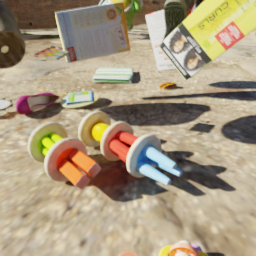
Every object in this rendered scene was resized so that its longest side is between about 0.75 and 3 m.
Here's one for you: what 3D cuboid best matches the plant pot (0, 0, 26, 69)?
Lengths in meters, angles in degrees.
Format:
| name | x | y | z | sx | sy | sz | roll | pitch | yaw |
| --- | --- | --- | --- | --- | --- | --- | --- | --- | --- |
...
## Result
| name | x | y | z | sx | sy | sz | roll | pitch | yaw |
| --- | --- | --- | --- | --- | --- | --- | --- | --- | --- |
| plant pot | -3.823 | -2.590 | 7.960 | 1.952 | 1.952 | 1.693 | -20 | 50 | -39 |

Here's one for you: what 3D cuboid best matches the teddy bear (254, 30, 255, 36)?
| name | x | y | z | sx | sy | sz | roll | pitch | yaw |
| --- | --- | --- | --- | --- | --- | --- | --- | --- | --- |
| teddy bear | 3.065 | -2.689 | 6.382 | 2.527 | 0.844 | 1.832 | 51 | 17 | 7 |

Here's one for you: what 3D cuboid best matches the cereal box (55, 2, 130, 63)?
| name | x | y | z | sx | sy | sz | roll | pitch | yaw |
| --- | --- | --- | --- | --- | --- | --- | --- | --- | --- |
| cereal box | -1.236 | -3.441 | 10.122 | 2.426 | 1.745 | 0.479 | -13 | 22 | -10 |

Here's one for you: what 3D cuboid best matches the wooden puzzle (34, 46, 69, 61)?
| name | x | y | z | sx | sy | sz | roll | pitch | yaw |
| --- | --- | --- | --- | --- | --- | --- | --- | --- | --- |
| wooden puzzle | -1.943 | -1.878 | 7.142 | 0.634 | 0.075 | 1.068 | 14 | 34 | 14 |

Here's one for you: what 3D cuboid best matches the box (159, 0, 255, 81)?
| name | x | y | z | sx | sy | sz | roll | pitch | yaw |
| --- | --- | --- | --- | --- | --- | --- | --- | --- | --- |
| box | 1.986 | -2.195 | 5.503 | 2.901 | 1.092 | 0.727 | -35 | 4 | 44 |

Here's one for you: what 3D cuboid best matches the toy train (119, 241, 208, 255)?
| name | x | y | z | sx | sy | sz | roll | pitch | yaw |
| --- | --- | --- | --- | --- | --- | --- | --- | --- | --- |
| toy train | 0.602 | 1.972 | 3.297 | 2.122 | 0.590 | 1.594 | -4 | 24 | -9 |

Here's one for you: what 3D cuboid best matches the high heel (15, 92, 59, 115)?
| name | x | y | z | sx | sy | sz | roll | pitch | yaw |
| --- | --- | --- | --- | --- | --- | --- | --- | --- | --- |
| high heel | -3.139 | -0.883 | 9.779 | 0.904 | 0.635 | 1.885 | -7 | 9 | 11 |

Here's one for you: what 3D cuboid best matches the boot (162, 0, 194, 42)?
| name | x | y | z | sx | sy | sz | roll | pitch | yaw |
| --- | --- | --- | --- | --- | --- | --- | --- | --- | --- |
| boot | 1.512 | -3.238 | 7.654 | 0.773 | 1.937 | 2.130 | 10 | 54 | 12 |

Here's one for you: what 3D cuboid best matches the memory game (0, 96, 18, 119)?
| name | x | y | z | sx | sy | sz | roll | pitch | yaw |
| --- | --- | --- | --- | --- | --- | --- | --- | --- | --- |
| memory game | -4.871 | -0.732 | 10.004 | 2.472 | 0.157 | 2.472 | 0 | 24 | 0 |

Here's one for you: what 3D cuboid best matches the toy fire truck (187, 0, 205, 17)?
| name | x | y | z | sx | sy | sz | roll | pitch | yaw |
| --- | --- | --- | --- | --- | --- | --- | --- | --- | --- |
| toy fire truck | 2.326 | -3.427 | 8.092 | 1.443 | 1.974 | 2.243 | 30 | 48 | 4 |

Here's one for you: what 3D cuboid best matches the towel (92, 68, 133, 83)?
| name | x | y | z | sx | sy | sz | roll | pitch | yaw |
| --- | --- | --- | --- | --- | --- | --- | --- | --- | --- |
| towel | -0.739 | -2.728 | 14.410 | 1.999 | 0.307 | 2.620 | 0 | 23 | 1 |

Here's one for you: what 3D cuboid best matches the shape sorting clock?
| name | x | y | z | sx | sy | sz | roll | pitch | yaw |
| --- | --- | --- | --- | --- | --- | --- | --- | --- | --- |
| shape sorting clock | -1.821 | -1.056 | 10.567 | 1.462 | 0.287 | 1.462 | -2 | 28 | 1 |

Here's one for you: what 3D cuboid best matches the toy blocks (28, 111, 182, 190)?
| name | x | y | z | sx | sy | sz | roll | pitch | yaw |
| --- | --- | --- | --- | --- | --- | --- | --- | --- | --- |
| toy blocks | -0.498 | 0.607 | 5.895 | 2.302 | 1.003 | 2.762 | -18 | 30 | -36 |

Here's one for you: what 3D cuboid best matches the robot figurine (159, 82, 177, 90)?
| name | x | y | z | sx | sy | sz | roll | pitch | yaw |
| --- | --- | --- | --- | --- | --- | --- | --- | --- | --- |
| robot figurine | 1.800 | -1.887 | 12.546 | 0.787 | 0.229 | 0.570 | -16 | 28 | -30 |

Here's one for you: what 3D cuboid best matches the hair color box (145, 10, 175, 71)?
| name | x | y | z | sx | sy | sz | roll | pitch | yaw |
| --- | --- | --- | --- | --- | --- | --- | --- | --- | --- |
| hair color box | 1.458 | -3.182 | 10.110 | 1.127 | 2.032 | 0.649 | -2 | 26 | 32 |

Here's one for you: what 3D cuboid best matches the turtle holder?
| name | x | y | z | sx | sy | sz | roll | pitch | yaw |
| --- | --- | --- | --- | --- | --- | --- | --- | --- | --- |
| turtle holder | -0.328 | -4.587 | 10.978 | 1.392 | 1.489 | 1.960 | 35 | -2 | -28 |
